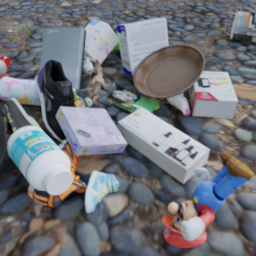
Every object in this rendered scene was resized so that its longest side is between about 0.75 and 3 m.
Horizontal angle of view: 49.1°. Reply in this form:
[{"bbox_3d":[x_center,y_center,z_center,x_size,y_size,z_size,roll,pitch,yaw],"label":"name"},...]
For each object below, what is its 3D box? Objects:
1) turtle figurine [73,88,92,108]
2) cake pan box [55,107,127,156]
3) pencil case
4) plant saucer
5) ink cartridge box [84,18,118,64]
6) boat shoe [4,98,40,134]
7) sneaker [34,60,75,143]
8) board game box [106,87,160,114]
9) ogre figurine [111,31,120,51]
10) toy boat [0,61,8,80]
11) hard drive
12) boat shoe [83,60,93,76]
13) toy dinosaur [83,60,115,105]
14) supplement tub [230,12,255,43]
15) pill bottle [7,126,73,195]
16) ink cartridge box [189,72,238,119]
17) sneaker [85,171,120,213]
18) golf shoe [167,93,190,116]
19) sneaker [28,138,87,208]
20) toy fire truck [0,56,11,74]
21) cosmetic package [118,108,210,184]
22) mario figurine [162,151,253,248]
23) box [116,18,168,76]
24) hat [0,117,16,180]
[{"bbox_3d":[-2.034,-0.649,10.017,1.844,1.369,1.902,-26,37,-17],"label":"turtle figurine"},{"bbox_3d":[-1.133,0.064,8.932,1.887,0.494,1.738,-1,47,-43],"label":"cake pan box"},{"bbox_3d":[-3.973,-1.480,11.268,2.352,0.978,1.067,6,53,8],"label":"pencil case"},{"bbox_3d":[1.680,-2.232,11.488,2.942,0.538,2.942,-14,50,17],"label":"plant saucer"},{"bbox_3d":[-1.573,-3.977,13.248,1.178,1.148,1.833,37,88,36],"label":"ink cartridge box"},{"bbox_3d":[-3.829,-0.163,9.731,0.868,1.028,2.883,-35,44,-20],"label":"boat shoe"},{"bbox_3d":[-2.303,-0.903,9.409,1.117,1.292,2.950,-16,74,-39],"label":"sneaker"},{"bbox_3d":[0.190,-1.031,11.343,1.993,0.234,1.044,29,47,28],"label":"board game box"},{"bbox_3d":[-0.385,-4.443,14.565,2.580,1.266,1.547,5,21,-17],"label":"ogre figurine"},{"bbox_3d":[-5.895,-1.470,10.961,2.513,1.389,2.990,19,45,21],"label":"toy boat"},{"bbox_3d":[-2.813,-2.922,11.960,1.857,0.438,2.661,4,86,11],"label":"hard drive"},{"bbox_3d":[-1.858,-2.718,12.924,0.625,0.721,1.692,-25,12,-5],"label":"boat shoe"},{"bbox_3d":[-1.426,-1.725,11.596,1.939,0.832,1.314,-53,39,2],"label":"toy dinosaur"},{"bbox_3d":[7.092,-5.487,15.419,2.531,1.551,1.551,9,42,11],"label":"supplement tub"},{"bbox_3d":[-2.277,0.871,7.363,1.129,1.129,2.038,-29,46,-29],"label":"pill bottle"},{"bbox_3d":[3.311,-1.379,11.237,1.553,0.882,2.131,3,41,3],"label":"ink cartridge box"},{"bbox_3d":[-0.699,1.793,7.903,0.889,0.542,1.362,3,42,6],"label":"sneaker"},{"bbox_3d":[1.974,-1.015,11.126,0.736,0.606,1.609,-17,43,6],"label":"golf shoe"},{"bbox_3d":[-1.662,1.313,8.295,1.371,0.949,2.447,20,55,16],"label":"sneaker"},{"bbox_3d":[-6.497,-2.576,12.847,1.634,0.565,2.317,-2,41,-1],"label":"toy fire truck"},{"bbox_3d":[1.073,0.460,9.258,1.216,0.746,2.945,-32,50,-32],"label":"cosmetic package"},{"bbox_3d":[1.641,1.686,6.689,1.385,1.613,2.613,42,101,34],"label":"mario figurine"},{"bbox_3d":[0.705,-3.685,12.730,2.017,2.193,1.151,-17,24,-18],"label":"box"},{"bbox_3d":[-3.875,0.885,8.337,0.977,2.423,2.423,22,19,-47],"label":"hat"}]
